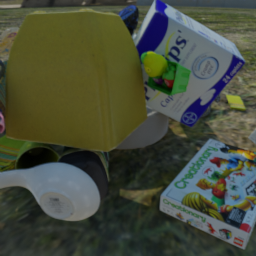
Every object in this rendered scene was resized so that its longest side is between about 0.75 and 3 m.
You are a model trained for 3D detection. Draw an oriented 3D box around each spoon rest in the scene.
[{"bbox_3d":[-1.610,1.083,4.894,2.346,1.165,0.711,0,28,12],"label":"spoon rest"}]

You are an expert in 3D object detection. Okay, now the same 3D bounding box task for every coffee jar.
[{"bbox_3d":[-0.924,0.603,6.185,0.943,1.152,2.210,-13,28,4],"label":"coffee jar"}]

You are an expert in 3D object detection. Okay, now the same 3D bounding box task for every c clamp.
[{"bbox_3d":[1.993,-1.043,9.982,2.597,0.352,2.218,10,44,14],"label":"c clamp"}]

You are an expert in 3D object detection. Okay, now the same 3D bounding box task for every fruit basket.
[{"bbox_3d":[0.650,-1.120,5.706,1.040,0.750,1.040,10,16,-3],"label":"fruit basket"}]

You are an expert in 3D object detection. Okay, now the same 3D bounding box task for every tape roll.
[{"bbox_3d":[-0.162,-0.464,8.415,2.780,0.918,2.780,1,29,0],"label":"tape roll"}]

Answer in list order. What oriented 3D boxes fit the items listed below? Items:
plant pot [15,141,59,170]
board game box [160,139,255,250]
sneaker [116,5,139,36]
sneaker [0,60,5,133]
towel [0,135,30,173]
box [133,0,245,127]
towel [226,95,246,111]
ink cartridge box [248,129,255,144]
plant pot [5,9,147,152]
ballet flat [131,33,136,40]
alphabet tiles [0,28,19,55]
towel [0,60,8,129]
[{"bbox_3d":[-2.085,0.646,6.374,0.939,0.939,1.004,-11,25,-19],"label":"plant pot"},{"bbox_3d":[2.014,1.169,5.927,1.637,0.449,2.593,17,33,30],"label":"board game box"},{"bbox_3d":[-0.789,-2.382,6.967,2.333,0.915,0.879,-29,-12,7],"label":"sneaker"},{"bbox_3d":[-2.418,-0.306,4.729,0.927,0.793,2.260,14,55,-3],"label":"sneaker"},{"bbox_3d":[-2.966,0.327,7.691,1.251,0.263,2.908,11,30,17],"label":"towel"},{"bbox_3d":[1.136,-1.496,6.868,2.326,2.139,1.220,25,35,-12],"label":"box"},{"bbox_3d":[3.892,-0.913,10.170,0.523,0.110,1.216,9,29,6],"label":"towel"},{"bbox_3d":[3.638,-0.243,6.841,1.279,1.110,0.278,-26,61,-35],"label":"ink cartridge box"},{"bbox_3d":[-0.978,-1.097,5.632,2.253,2.305,2.238,5,19,20],"label":"plant pot"},{"bbox_3d":[0.679,-2.484,9.238,0.915,0.865,2.716,-6,57,-32],"label":"ballet flat"},{"bbox_3d":[-2.716,-2.491,7.751,1.905,0.142,1.948,-24,5,36],"label":"alphabet tiles"},{"bbox_3d":[-3.090,-1.267,8.553,2.533,1.858,0.275,-31,30,-25],"label":"towel"}]
